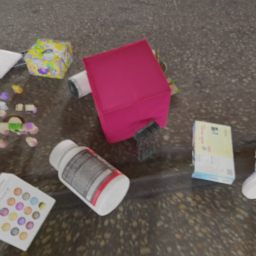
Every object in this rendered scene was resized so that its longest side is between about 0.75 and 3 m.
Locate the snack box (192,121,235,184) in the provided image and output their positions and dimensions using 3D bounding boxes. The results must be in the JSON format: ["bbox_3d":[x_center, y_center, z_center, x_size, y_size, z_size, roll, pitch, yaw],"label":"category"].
[{"bbox_3d":[2.921,0.784,9.751,1.299,0.415,2.236,10,50,3],"label":"snack box"}]

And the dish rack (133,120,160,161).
[{"bbox_3d":[0.643,0.481,9.460,1.003,1.308,0.357,-31,53,-28],"label":"dish rack"}]

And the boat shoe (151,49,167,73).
[{"bbox_3d":[1.231,-2.685,12.379,1.028,1.026,2.778,-1,49,-7],"label":"boat shoe"}]

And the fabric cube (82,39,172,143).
[{"bbox_3d":[-0.050,-1.174,9.776,2.351,2.343,2.306,-18,65,-5],"label":"fabric cube"}]

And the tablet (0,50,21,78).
[{"bbox_3d":[-6.590,-3.156,13.163,2.728,0.186,1.775,15,55,17],"label":"tablet"}]

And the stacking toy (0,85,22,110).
[{"bbox_3d":[-5.428,-1.354,11.690,1.587,0.373,1.197,11,49,11],"label":"stacking toy"}]

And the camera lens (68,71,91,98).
[{"bbox_3d":[-1.881,-1.841,11.718,1.122,0.898,0.898,-32,57,-26],"label":"camera lens"}]

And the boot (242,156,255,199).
[{"bbox_3d":[4.505,1.227,9.145,2.893,1.052,1.307,-16,44,-23],"label":"boot"}]

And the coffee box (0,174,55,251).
[{"bbox_3d":[-3.074,2.171,7.477,1.397,1.413,1.411,40,64,-22],"label":"coffee box"}]

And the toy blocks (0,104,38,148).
[{"bbox_3d":[-3.893,-0.001,10.010,1.329,1.197,1.423,-2,78,-6],"label":"toy blocks"}]

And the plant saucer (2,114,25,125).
[{"bbox_3d":[-4.109,-0.227,10.059,0.773,0.773,0.114,-12,50,-10],"label":"plant saucer"}]

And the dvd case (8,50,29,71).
[{"bbox_3d":[-5.228,-3.240,13.386,1.421,0.176,1.068,-19,52,-15],"label":"dvd case"}]

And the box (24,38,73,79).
[{"bbox_3d":[-3.575,-3.187,12.806,1.604,0.978,1.545,9,50,7],"label":"box"}]

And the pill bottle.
[{"bbox_3d":[-1.269,1.424,8.625,2.422,1.341,1.341,34,57,25],"label":"pill bottle"}]

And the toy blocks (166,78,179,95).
[{"bbox_3d":[1.674,-1.705,11.933,0.612,0.447,0.895,-26,65,-9],"label":"toy blocks"}]
